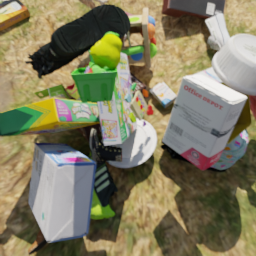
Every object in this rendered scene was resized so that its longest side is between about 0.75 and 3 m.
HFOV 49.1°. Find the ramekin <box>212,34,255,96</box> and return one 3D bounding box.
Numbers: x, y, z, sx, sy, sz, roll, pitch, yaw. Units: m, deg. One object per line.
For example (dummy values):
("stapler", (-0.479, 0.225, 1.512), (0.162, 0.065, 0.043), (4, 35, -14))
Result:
("ramekin", (2.682, -1.463, 6.237), (1.474, 0.686, 1.474), (8, 51, -10))

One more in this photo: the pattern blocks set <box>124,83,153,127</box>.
("pattern blocks set", (0.286, -0.571, 7.408), (0.099, 1.216, 1.069), (3, 43, 34))

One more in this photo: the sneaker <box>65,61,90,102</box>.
("sneaker", (-1.223, -1.504, 7.916), (0.768, 1.702, 0.665), (28, 22, -15))

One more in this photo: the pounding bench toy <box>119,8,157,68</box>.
("pounding bench toy", (-0.042, -2.651, 9.023), (1.899, 1.512, 2.435), (-3, 40, 8))

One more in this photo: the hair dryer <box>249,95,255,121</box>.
("hair dryer", (4.185, -0.926, 7.536), (1.895, 2.488, 0.676), (4, 54, -21))

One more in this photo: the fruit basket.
("fruit basket", (-0.547, -1.121, 5.100), (0.906, 1.256, 1.256), (-4, 61, -4))

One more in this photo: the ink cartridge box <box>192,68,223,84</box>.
("ink cartridge box", (2.503, -1.290, 9.087), (1.596, 1.178, 0.684), (-22, 65, -13))

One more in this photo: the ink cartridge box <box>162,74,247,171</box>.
("ink cartridge box", (1.581, -0.147, 6.047), (0.708, 1.679, 1.215), (-19, 44, -40))

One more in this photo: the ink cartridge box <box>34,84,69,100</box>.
("ink cartridge box", (-2.245, -0.933, 8.263), (0.854, 0.632, 0.324), (-18, 79, -2))

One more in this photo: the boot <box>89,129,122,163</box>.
("boot", (-0.523, 0.444, 6.710), (0.748, 0.990, 0.357), (1, 35, 5))

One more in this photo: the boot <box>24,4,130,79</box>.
("boot", (-1.536, -2.501, 8.342), (2.796, 2.291, 1.035), (-36, 103, -32))

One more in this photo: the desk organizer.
("desk organizer", (2.593, -4.857, 11.243), (2.345, 0.903, 0.841), (6, 94, -14))

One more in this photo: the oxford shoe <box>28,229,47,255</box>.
("oxford shoe", (-2.227, 2.822, 7.235), (0.355, 0.356, 0.997), (34, 49, 16))

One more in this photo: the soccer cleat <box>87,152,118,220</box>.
("soccer cleat", (-0.765, 1.464, 7.844), (0.885, 0.737, 2.184), (10, 56, -20))

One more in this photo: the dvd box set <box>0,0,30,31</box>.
("dvd box set", (-5.643, -4.619, 11.420), (2.623, 0.386, 1.919), (-36, 66, -18))

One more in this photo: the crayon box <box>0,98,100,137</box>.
("crayon box", (-1.922, -0.228, 7.176), (1.798, 2.084, 0.607), (-10, 87, 22))

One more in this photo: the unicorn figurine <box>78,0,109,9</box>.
("unicorn figurine", (-1.135, -5.208, 9.431), (0.813, 1.512, 2.201), (24, 101, 50))

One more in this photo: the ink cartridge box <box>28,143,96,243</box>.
("ink cartridge box", (-1.768, 1.346, 6.880), (0.959, 2.511, 1.713), (5, 96, -32))

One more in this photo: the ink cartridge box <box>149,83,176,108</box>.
("ink cartridge box", (1.156, -1.163, 9.437), (0.507, 0.298, 0.880), (-36, 68, -7))

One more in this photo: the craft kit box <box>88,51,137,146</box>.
("craft kit box", (-0.303, -0.858, 7.336), (0.542, 2.233, 2.206), (-9, 99, 13))

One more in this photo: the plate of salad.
("plate of salad", (0.018, 0.467, 8.521), (1.750, 0.420, 1.750), (-9, 54, 12))

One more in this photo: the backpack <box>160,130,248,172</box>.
("backpack", (2.267, 0.284, 8.114), (2.169, 1.373, 1.810), (30, 63, 14))

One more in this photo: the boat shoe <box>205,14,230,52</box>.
("boat shoe", (3.400, -3.259, 10.541), (0.777, 0.855, 2.326), (-13, 55, 20))

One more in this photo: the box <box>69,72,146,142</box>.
("box", (-0.725, -0.839, 9.034), (2.467, 0.925, 1.235), (-38, 67, -17))

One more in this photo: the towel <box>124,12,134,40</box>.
("towel", (-0.616, -4.013, 11.178), (1.511, 0.239, 2.097), (29, 65, 16))

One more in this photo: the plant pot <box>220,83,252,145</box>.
("plant pot", (2.190, -0.462, 6.927), (1.240, 1.240, 1.094), (-29, 24, -35))
